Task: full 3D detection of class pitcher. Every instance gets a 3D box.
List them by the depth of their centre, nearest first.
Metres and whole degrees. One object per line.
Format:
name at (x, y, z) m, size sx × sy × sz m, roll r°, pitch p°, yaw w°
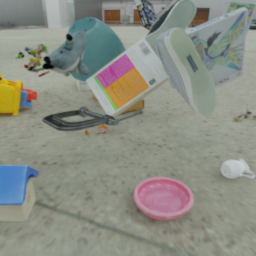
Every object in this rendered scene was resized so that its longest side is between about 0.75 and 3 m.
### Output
pitcher at (3.237, 1.264, 8.260) m, size 0.886 × 0.537 × 0.760 m, roll -4°, pitch 33°, yaw -34°

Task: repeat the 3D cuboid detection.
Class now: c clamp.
c clamp at (-1.224, -0.264, 8.155) m, size 2.216 × 0.351 × 2.594 m, roll -19°, pitch 21°, yaw -35°

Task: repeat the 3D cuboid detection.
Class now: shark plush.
shark plush at (-1.886, -2.182, 7.874) m, size 1.262 × 1.157 × 2.778 m, roll 31°, pitch 22°, yaw 7°

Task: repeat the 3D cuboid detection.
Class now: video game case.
video game case at (3.048, -2.514, 9.982) m, size 2.473 × 2.713 × 0.298 m, roll -24°, pitch 44°, yaw -6°
video game case at (4.124, -4.177, 10.672) m, size 0.138 × 1.139 × 1.252 m, roll -5°, pitch 26°, yaw -39°

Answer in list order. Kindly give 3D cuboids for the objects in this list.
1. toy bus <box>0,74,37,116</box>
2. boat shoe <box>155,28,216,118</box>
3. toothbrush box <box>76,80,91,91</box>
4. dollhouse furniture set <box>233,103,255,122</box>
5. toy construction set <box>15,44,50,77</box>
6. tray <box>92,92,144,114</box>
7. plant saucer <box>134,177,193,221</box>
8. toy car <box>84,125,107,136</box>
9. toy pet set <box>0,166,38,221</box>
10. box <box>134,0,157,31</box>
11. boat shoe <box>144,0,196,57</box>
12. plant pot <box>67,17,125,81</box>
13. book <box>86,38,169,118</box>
toy bus at (-5.601, -1.618, 13.063) m, size 2.551 × 1.803 × 2.657 m, roll 4°, pitch 20°, yaw -24°
boat shoe at (1.617, -1.499, 7.987) m, size 0.945 × 2.708 × 0.964 m, roll -39°, pitch 21°, yaw -22°
toothbrush box at (-2.439, -2.722, 16.378) m, size 1.095 × 0.647 × 1.504 m, roll -6°, pitch 25°, yaw -14°
dollhouse furniture set at (5.049, -0.641, 12.011) m, size 0.926 × 0.657 × 0.733 m, roll -21°, pitch 33°, yaw -37°
toy construction set at (-2.770, -2.126, 8.724) m, size 0.777 × 1.011 × 0.843 m, roll -16°, pitch 41°, yaw 22°
tray at (-0.553, -1.435, 13.884) m, size 1.349 × 0.506 × 2.735 m, roll -16°, pitch 29°, yaw -29°
plant saucer at (0.890, 1.833, 7.154) m, size 1.499 × 0.380 × 1.499 m, roll 0°, pitch 26°, yaw 0°
toy car at (-1.242, 0.163, 10.958) m, size 0.875 × 0.429 × 0.291 m, roll -19°, pitch 72°, yaw -3°
toy pet set at (-3.512, 1.564, 6.597) m, size 2.359 × 1.342 × 2.526 m, roll 0°, pitch 26°, yaw 0°
box at (0.788, -4.504, 11.212) m, size 0.306 × 1.224 × 1.233 m, roll -17°, pitch -3°, yaw 29°
boat shoe at (1.282, -3.389, 10.328) m, size 1.119 × 2.960 × 0.893 m, roll 41°, pitch 15°, yaw -20°
plant pot at (-1.687, -3.738, 12.561) m, size 2.823 × 1.901 × 2.823 m, roll -10°, pitch 48°, yaw 12°
book at (-0.019, -1.609, 9.170) m, size 2.373 × 1.585 × 0.570 m, roll -34°, pitch -10°, yaw 7°
